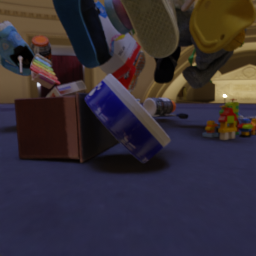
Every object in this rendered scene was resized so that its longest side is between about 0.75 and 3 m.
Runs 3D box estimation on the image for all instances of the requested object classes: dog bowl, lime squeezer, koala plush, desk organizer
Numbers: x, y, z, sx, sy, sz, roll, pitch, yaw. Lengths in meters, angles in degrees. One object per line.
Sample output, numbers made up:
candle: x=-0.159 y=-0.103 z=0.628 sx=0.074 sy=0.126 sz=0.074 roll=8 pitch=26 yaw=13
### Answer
dog bowl: x=-0.009 y=-0.128 z=4.092 sx=0.518 sy=1.315 sz=1.315 roll=-43 pitch=7 yaw=2
lime squeezer: x=2.739 y=-2.524 z=11.006 sx=0.633 sy=1.792 sz=0.338 roll=-19 pitch=1 yaw=2
koala plush: x=2.101 y=-2.974 z=8.774 sx=2.441 sy=2.243 sz=2.165 roll=42 pitch=-17 yaw=19
desk organizer: x=-0.855 y=-0.137 z=5.511 sx=1.101 sy=1.026 sz=2.860 roll=-1 pitch=6 yaw=15

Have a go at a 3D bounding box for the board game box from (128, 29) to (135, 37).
board game box: x=-0.077 y=-4.080 z=9.858 sx=0.232 sy=1.036 sz=1.977 roll=20 pitch=-18 yaw=26

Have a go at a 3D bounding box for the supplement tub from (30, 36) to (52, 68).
supplement tub: x=-3.373 y=-2.888 z=10.904 sx=0.757 sy=1.235 sz=0.757 roll=5 pitch=50 yaw=-6

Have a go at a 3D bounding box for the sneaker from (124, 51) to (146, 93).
sneaker: x=0.148 y=-2.379 z=11.616 sx=0.681 sy=1.764 sz=0.690 roll=33 pitch=19 yaw=24

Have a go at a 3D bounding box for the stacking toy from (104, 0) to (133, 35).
stacking toy: x=0.162 y=-3.082 z=7.762 sx=1.004 sy=2.377 sz=2.152 roll=-20 pitch=-48 yaw=28

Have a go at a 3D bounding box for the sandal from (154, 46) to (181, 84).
sandal: x=1.513 y=-2.556 z=11.062 sx=1.112 sy=0.626 sz=2.924 roll=-3 pitch=-26 yaw=7

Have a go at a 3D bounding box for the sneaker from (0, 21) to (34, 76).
sneaker: x=-3.284 y=-2.034 z=8.382 sx=0.953 sy=1.094 sz=2.432 roll=-43 pitch=-5 yaw=-11

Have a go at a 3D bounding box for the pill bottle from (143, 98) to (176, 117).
pill bottle: x=1.656 y=-1.057 z=14.220 sx=1.740 sy=0.924 sz=0.924 roll=-5 pitch=8 yaw=-42

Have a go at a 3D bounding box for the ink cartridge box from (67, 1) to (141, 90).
ink cartridge box: x=-0.509 y=-2.527 z=8.838 sx=0.836 sy=2.487 sz=1.445 roll=-29 pitch=29 yaw=40

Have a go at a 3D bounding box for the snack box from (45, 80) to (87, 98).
snack box: x=-1.857 y=-0.440 z=6.702 sx=0.775 sy=0.262 sz=2.157 roll=-27 pitch=-4 yaw=-46

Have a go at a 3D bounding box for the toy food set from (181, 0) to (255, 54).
toy food set: x=2.267 y=-2.662 z=6.680 sx=0.833 sy=2.551 sz=1.501 roll=18 pitch=-47 yaw=-26

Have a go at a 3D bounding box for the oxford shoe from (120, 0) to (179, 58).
oxford shoe: x=0.217 y=-2.270 z=4.347 sx=0.895 sy=2.381 sz=0.687 roll=-14 pitch=24 yaw=20

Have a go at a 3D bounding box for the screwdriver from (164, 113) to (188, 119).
screwdriver: x=2.190 y=-0.575 z=13.192 sx=0.256 sy=0.245 sz=1.758 roll=-38 pitch=21 yaw=-24

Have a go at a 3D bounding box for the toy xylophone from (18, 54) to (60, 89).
toy xylophone: x=-1.533 y=-0.988 z=4.787 sx=0.632 sy=0.217 sz=0.863 roll=23 pitch=26 yaw=-43

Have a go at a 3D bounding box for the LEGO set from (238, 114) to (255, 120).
LEGO set: x=4.966 y=-0.551 z=12.270 sx=1.569 sy=0.385 sz=1.172 roll=-1 pitch=3 yaw=-4

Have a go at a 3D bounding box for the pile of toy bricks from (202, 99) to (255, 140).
pile of toy bricks: x=2.618 y=-0.278 z=7.085 sx=1.875 sy=0.926 sz=1.040 roll=-5 pitch=8 yaw=-38

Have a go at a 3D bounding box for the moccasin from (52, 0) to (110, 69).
moccasin: x=-1.068 y=-2.517 z=6.329 sx=0.941 sy=2.340 sz=0.798 roll=-4 pitch=16 yaw=36

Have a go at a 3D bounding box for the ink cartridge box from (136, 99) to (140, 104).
ink cartridge box: x=-0.845 y=-0.787 z=11.907 sx=2.624 sy=0.890 sz=1.510 roll=0 pitch=6 yaw=4
